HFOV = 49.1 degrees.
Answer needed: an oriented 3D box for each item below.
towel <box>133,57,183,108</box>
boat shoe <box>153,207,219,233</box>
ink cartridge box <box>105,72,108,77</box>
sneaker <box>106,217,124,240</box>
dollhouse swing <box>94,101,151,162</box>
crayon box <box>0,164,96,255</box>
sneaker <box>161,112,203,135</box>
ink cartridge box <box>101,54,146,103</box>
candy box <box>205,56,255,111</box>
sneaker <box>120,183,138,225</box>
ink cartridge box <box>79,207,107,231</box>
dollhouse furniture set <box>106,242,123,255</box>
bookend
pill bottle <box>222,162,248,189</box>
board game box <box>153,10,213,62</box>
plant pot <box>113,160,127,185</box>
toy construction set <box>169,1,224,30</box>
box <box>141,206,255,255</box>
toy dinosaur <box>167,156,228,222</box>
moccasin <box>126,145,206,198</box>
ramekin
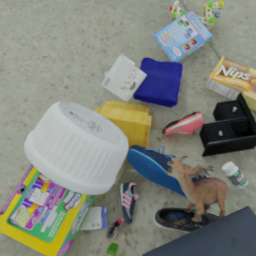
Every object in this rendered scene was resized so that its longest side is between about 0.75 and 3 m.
[{"bbox_3d":[1.234,-1.853,11.380,1.781,0.597,2.412,11,51,6],"label":"towel"},{"bbox_3d":[1.935,2.853,8.754,2.264,0.750,0.792,9,61,4],"label":"boat shoe"},{"bbox_3d":[-0.524,-2.074,12.092,0.868,0.206,0.878,-9,63,-4],"label":"ink cartridge box"},{"bbox_3d":[-0.452,3.101,8.644,0.325,0.301,0.805,33,92,19],"label":"sneaker"},{"bbox_3d":[-0.234,0.063,10.685,2.095,1.842,1.904,8,101,5],"label":"dollhouse swing"},{"bbox_3d":[-2.459,2.383,8.830,2.338,0.790,2.710,16,61,19],"label":"crayon box"},{"bbox_3d":[2.091,0.009,10.520,1.664,0.613,0.722,-24,97,2],"label":"sneaker"},{"bbox_3d":[-0.160,-1.839,10.483,1.210,1.394,0.304,34,27,-8],"label":"ink cartridge box"},{"bbox_3d":[4.710,-1.816,11.624,2.543,0.703,1.468,29,63,17],"label":"candy box"},{"bbox_3d":[0.076,2.418,9.098,0.550,0.471,1.342,-16,65,15],"label":"sneaker"},{"bbox_3d":[-1.242,2.917,8.997,1.138,0.239,0.679,-5,64,2],"label":"ink cartridge box"},{"bbox_3d":[-0.476,3.858,7.997,0.530,1.061,0.410,14,16,12],"label":"dollhouse furniture set"},{"bbox_3d":[3.537,-0.134,10.476,2.018,0.935,2.031,-8,59,-5],"label":"bookend"},{"bbox_3d":[3.519,1.568,9.259,0.473,0.473,0.836,-43,97,-22],"label":"pill bottle"},{"bbox_3d":[2.471,-4.122,12.702,2.154,0.394,1.629,-33,81,-5],"label":"board game box"},{"bbox_3d":[-0.503,1.496,9.656,0.793,0.793,0.847,9,70,6],"label":"plant pot"},{"bbox_3d":[3.159,-5.470,13.558,2.603,1.199,1.707,15,84,18],"label":"toy construction set"},{"bbox_3d":[1.916,3.680,6.957,2.858,2.906,1.706,-20,56,-12],"label":"box"},{"bbox_3d":[2.275,1.745,8.071,2.407,1.033,1.631,12,88,-30],"label":"toy dinosaur"},{"bbox_3d":[1.299,1.403,9.560,2.897,1.166,0.988,32,48,2],"label":"moccasin"},{"bbox_3d":[-1.365,0.444,8.262,2.901,2.901,1.523,37,105,20],"label":"ramekin"}]
